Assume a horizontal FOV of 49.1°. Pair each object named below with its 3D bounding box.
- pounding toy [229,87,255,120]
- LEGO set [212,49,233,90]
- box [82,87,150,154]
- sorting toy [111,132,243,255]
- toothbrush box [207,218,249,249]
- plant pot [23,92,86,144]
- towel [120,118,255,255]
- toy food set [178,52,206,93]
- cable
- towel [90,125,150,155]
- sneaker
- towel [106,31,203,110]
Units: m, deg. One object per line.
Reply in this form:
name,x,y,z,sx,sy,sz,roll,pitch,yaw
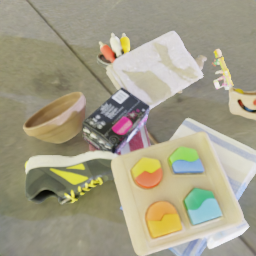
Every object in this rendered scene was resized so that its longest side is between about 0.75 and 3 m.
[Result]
pounding toy,3.673,-0.662,7.748,1.741,0.995,0.999,17,26,9
LEGO set,2.852,-1.718,8.750,0.513,1.379,0.635,-22,28,19
box,-0.337,-0.128,7.632,1.068,0.927,1.616,36,60,15
sorting toy,0.942,1.285,5.919,2.293,0.418,2.122,-18,67,0
toothbrush box,1.993,1.987,6.513,0.897,0.531,1.232,-18,54,-13
plant pot,-1.876,-0.178,7.812,1.852,0.855,1.852,-23,25,12
towel,1.417,1.267,6.467,2.146,0.348,2.921,32,77,33
toy food set,1.857,-2.203,10.035,1.397,0.346,2.198,24,55,15
cable,-0.235,-2.224,9.825,1.404,0.727,2.891,-23,55,-5
towel,-0.240,0.476,7.984,1.697,0.193,1.223,-6,50,-6
sneaker,-1.223,1.313,6.902,2.730,1.017,1.155,-5,58,7
towel,0.885,-1.788,9.025,2.878,0.496,1.907,-31,87,-19
